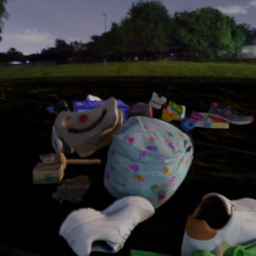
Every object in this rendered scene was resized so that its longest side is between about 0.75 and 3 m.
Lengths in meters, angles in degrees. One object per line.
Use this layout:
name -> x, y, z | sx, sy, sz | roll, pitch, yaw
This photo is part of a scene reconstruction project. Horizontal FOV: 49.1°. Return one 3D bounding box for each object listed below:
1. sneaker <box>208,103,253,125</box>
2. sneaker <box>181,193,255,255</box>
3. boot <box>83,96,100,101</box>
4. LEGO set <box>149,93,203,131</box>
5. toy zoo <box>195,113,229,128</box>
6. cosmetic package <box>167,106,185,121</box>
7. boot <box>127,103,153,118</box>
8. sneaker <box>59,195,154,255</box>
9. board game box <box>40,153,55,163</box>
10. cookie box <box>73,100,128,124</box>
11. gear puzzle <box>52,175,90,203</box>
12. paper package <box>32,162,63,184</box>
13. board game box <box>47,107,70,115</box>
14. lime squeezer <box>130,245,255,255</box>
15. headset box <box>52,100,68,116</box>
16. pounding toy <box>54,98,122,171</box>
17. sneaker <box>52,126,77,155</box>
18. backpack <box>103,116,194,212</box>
sneaker -> 5.086, -0.658, 13.982 | 2.137, 0.798, 0.861 | 15, 15, 27
sneaker -> 2.030, 1.710, 5.468 | 2.527, 1.070, 0.920 | -12, 17, -42
boot -> -2.438, -1.624, 18.972 | 0.865, 0.697, 1.915 | -33, -24, 19
LEGO set -> 2.141, -0.441, 13.634 | 2.840, 1.165, 1.083 | 24, 48, -13
toy zoo -> 4.356, -0.376, 14.973 | 1.767, 0.276, 2.693 | 4, 15, 12
cosmetic package -> 2.695, -0.851, 15.893 | 0.869, 0.728, 0.723 | 7, 15, 22
boot -> 0.621, -1.004, 16.722 | 1.641, 0.788, 2.244 | -4, 13, 11
sneaker -> -0.272, 1.970, 5.489 | 2.060, 0.767, 0.897 | -9, 39, -35
board game box -> -2.714, 1.080, 9.670 | 0.491, 0.135, 0.777 | -9, 17, -30
cookie box -> -1.595, -0.881, 15.396 | 2.706, 1.017, 2.314 | -3, 15, -13
gear puzzle -> -1.448, 1.618, 7.537 | 0.779, 0.197, 1.504 | 6, 15, 5
paper package -> -2.342, 1.320, 8.237 | 0.777, 0.402, 0.740 | 0, 15, -3
board game box -> -4.320, -0.996, 17.396 | 1.142, 0.281, 1.445 | -13, 26, -43
lime squeezer -> 1.503, 2.267, 4.794 | 2.809, 0.530, 0.992 | -3, -16, -8
headset box -> -3.980, -1.160, 16.429 | 0.766, 0.408, 0.879 | -35, 38, -1
pounding toy -> -1.340, 0.212, 9.234 | 2.700, 1.549, 1.544 | -30, 53, -1
sneaker -> -2.294, 0.502, 10.892 | 1.179, 0.770, 2.108 | -2, 22, -21
backpack -> 0.470, 0.773, 7.394 | 2.452, 1.860, 2.938 | 11, 22, 18
